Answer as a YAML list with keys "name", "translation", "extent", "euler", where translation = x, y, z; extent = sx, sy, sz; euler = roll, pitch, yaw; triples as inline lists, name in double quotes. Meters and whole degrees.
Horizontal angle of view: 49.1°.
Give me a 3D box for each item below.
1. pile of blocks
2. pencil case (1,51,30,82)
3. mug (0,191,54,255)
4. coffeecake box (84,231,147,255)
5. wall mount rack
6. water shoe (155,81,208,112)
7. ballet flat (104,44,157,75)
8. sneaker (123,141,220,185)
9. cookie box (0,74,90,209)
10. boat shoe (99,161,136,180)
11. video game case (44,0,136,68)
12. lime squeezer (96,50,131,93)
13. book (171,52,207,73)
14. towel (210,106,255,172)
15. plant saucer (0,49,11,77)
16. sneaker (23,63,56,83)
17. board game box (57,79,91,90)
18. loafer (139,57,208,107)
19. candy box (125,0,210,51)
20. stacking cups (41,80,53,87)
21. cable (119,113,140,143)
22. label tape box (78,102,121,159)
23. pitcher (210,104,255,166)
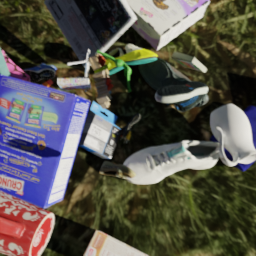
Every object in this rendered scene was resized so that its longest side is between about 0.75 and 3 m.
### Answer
- name: "pile of blocks"
  translation: [-0.643, -1.423, 8.190]
  extent: [0.520, 0.686, 1.672]
  euler: [-11, 90, 35]
- name: "pencil case"
  translation: [-3.878, -1.813, 9.099]
  extent: [1.675, 0.760, 0.784]
  euler: [41, 67, 14]
- name: "mug"
  translation: [-2.912, 2.193, 6.211]
  extent: [2.035, 1.807, 1.358]
  euler: [17, 96, 8]
- name: "coffeecake box"
  translation: [0.016, 3.373, 6.947]
  extent: [2.068, 1.587, 0.755]
  euler: [24, 70, 9]
- name: "wall mount rack"
  translation: [-1.418, -1.609, 8.127]
  extent: [0.481, 1.290, 1.121]
  euler: [8, 29, 0]
- name: "water shoe"
  translation: [1.370, -0.681, 6.981]
  extent: [1.798, 0.709, 0.643]
  euler: [-16, 36, -38]
- name: "ballet flat"
  translation: [-0.086, -2.295, 9.117]
  extent: [2.186, 0.730, 0.733]
  euler: [-9, 93, 37]
- name: "sneaker"
  translation: [1.255, 0.832, 8.112]
  extent: [2.958, 1.309, 1.113]
  euler: [-13, 70, -5]
- name: "cookie box"
  translation: [-2.608, 0.292, 7.426]
  extent: [2.443, 1.073, 2.856]
  euler: [17, 91, 15]
- name: "boat shoe"
  translation: [-0.216, 0.912, 5.724]
  extent: [0.877, 0.321, 0.275]
  euler: [6, 53, 43]
- name: "video game case"
  translation: [-1.259, -3.598, 8.538]
  extent: [0.306, 2.386, 2.624]
  euler: [-27, 85, -52]
- name: "lime squeezer"
  translation: [-0.251, -1.637, 7.743]
  extent: [0.516, 0.276, 1.462]
  euler: [-36, 84, -18]
- name: "book"
  translation: [2.010, -2.158, 9.239]
  extent: [0.258, 0.717, 1.074]
  euler: [-59, 35, 5]
- name: "towel"
  translation: [3.667, 0.316, 8.748]
  extent: [1.890, 0.468, 1.396]
  euler: [-38, 70, -10]
- name: "plant saucer"
  translation: [-3.880, -1.798, 8.187]
  extent: [0.984, 2.816, 0.267]
  euler: [27, 51, 25]
- name: "sneaker"
  translation: [-3.066, -1.920, 9.704]
  extent: [1.282, 0.503, 0.571]
  euler: [-2, 39, 10]
- name: "board game box"
  translation: [-1.446, -1.170, 7.561]
  extent: [0.816, 0.549, 0.140]
  euler: [0, 78, 0]
- name: "loafer"
  translation: [1.495, -1.516, 9.391]
  extent: [2.667, 0.839, 0.958]
  euler: [40, 110, 24]
- name: "candy box"
  translation: [1.282, -4.411, 10.304]
  extent: [2.537, 0.908, 2.128]
  euler: [-39, 78, -16]
- name: "stacking cups"
  translation: [-2.951, -1.364, 9.554]
  extent: [0.840, 0.254, 0.254]
  euler: [-37, 73, -14]
- name: "cable"
  translation: [0.041, -0.010, 8.876]
  extent: [0.495, 0.257, 1.020]
  euler: [26, 80, 48]
- name: "label tape box"
  translation: [-0.802, 0.057, 8.484]
  extent: [1.067, 0.468, 1.480]
  euler: [32, 68, -35]
- name: "pitcher"
  translation: [2.883, 0.225, 7.922]
  extent: [1.462, 1.033, 1.704]
  euler: [-5, 66, -37]
